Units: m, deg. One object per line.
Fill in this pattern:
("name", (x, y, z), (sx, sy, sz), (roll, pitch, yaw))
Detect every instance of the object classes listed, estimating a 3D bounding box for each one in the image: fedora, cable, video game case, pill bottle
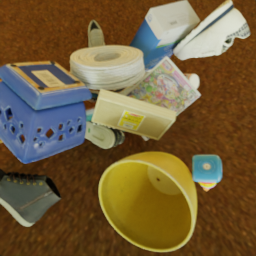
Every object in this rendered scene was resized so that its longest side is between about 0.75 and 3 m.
("fedora", (-3.585, -0.660, 8.026), (2.482, 2.482, 1.012), (-35, 66, -26))
("cable", (-0.582, -1.760, 7.879), (2.094, 0.725, 2.094), (23, 42, 35))
("video game case", (0.841, -0.848, 8.362), (2.109, 0.190, 1.510), (-41, 85, 14))
("pill bottle", (1.965, -1.639, 10.012), (0.567, 0.567, 0.993), (-41, 33, -29))

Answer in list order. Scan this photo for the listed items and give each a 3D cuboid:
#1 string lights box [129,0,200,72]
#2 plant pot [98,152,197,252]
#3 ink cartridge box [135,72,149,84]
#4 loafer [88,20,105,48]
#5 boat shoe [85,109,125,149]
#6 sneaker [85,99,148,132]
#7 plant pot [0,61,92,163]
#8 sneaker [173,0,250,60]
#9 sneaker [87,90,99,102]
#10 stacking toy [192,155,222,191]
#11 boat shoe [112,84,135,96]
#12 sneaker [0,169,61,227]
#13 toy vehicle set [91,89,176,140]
("string lights box", (0.923, -2.836, 9.597), (1.526, 2.970, 0.876), (-25, 81, -28))
("plant pot", (0.696, 1.492, 6.840), (2.318, 2.318, 1.645), (25, 30, 19))
("ink cartridge box", (0.660, -1.511, 9.555), (1.400, 0.727, 0.415), (17, 28, 40))
("loafer", (-1.420, -3.905, 12.137), (0.719, 0.718, 2.058), (-11, 51, -9))
("boat shoe", (-1.151, -0.117, 9.014), (2.385, 0.856, 0.806), (32, 29, 29))
("sneaker", (-0.420, -0.263, 8.063), (2.166, 0.866, 0.773), (-6, 13, 20))
("plant pot", (-2.166, -0.561, 7.016), (1.941, 1.745, 1.941), (38, 34, 25))
("sneaker", (2.381, -2.603, 8.531), (1.113, 2.766, 1.057), (46, 71, -7))
("sneaker", (-1.284, -1.016, 8.682), (1.120, 0.485, 0.420), (26, 76, 10))
("stacking toy", (1.915, 1.229, 6.806), (0.664, 1.210, 0.702), (-1, 53, 15))
("boat shoe", (-0.249, -1.327, 9.688), (1.196, 0.426, 0.374), (-26, 67, 32))
("sneaker", (-2.614, 1.224, 6.619), (1.118, 2.104, 0.787), (-40, 14, 3))
("toy vehicle set", (0.092, -0.274, 6.983), (1.889, 1.174, 0.250), (16, 60, -9))
